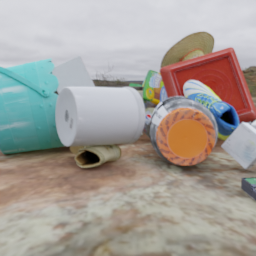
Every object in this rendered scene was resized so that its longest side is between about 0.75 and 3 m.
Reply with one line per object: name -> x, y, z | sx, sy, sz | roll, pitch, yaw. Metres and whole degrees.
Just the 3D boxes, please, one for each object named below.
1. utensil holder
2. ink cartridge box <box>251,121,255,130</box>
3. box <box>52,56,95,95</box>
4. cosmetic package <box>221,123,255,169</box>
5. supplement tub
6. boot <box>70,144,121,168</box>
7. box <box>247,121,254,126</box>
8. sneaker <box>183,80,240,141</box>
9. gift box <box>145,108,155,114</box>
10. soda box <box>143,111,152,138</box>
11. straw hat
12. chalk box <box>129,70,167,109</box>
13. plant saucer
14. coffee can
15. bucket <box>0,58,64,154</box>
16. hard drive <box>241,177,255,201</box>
utensil holder -> -0.747, -0.298, 7.147 | 1.821, 1.547, 1.547 | -2, 8, -33
ink cartridge box -> 5.126, 0.258, 9.120 | 1.967, 0.827, 1.436 | 6, 10, 33
box -> -2.232, -1.486, 12.512 | 1.503, 2.826, 2.152 | -27, 10, -8
cosmetic package -> 2.838, 0.424, 6.702 | 0.489, 0.796, 0.793 | 7, 35, -51
supplement tub -> 1.457, 0.019, 7.762 | 1.711, 1.711, 2.793 | 1, 8, 6
boot -> -1.112, 0.660, 7.376 | 1.556, 0.566, 1.209 | 10, 9, 23
box -> 5.461, -0.454, 13.733 | 1.406, 0.867, 1.395 | 0, 7, 0
sneaker -> 2.839, -0.778, 9.264 | 0.962, 2.540, 1.334 | -36, -15, -8
gift box -> 1.103, -0.311, 12.149 | 0.999, 1.011, 1.083 | -1, -7, -16
soda box -> 0.742, -0.107, 10.035 | 0.396, 0.427, 1.250 | -38, -24, -9
straw hat -> 2.620, -2.532, 11.310 | 2.500, 2.500, 1.058 | -5, 54, -29
chalk box -> 1.319, -1.481, 13.357 | 2.731, 1.705, 1.693 | 17, -26, -4
plant saucer -> 2.959, -1.326, 10.284 | 2.954, 2.960, 0.543 | -16, -8, 3
coffee can -> -0.114, -0.704, 11.521 | 1.455, 1.988, 1.455 | 0, 8, 0
bucket -> -3.022, -0.611, 8.482 | 1.898, 2.917, 2.917 | -11, 12, -17
hard drive -> 2.957, 1.162, 5.065 | 1.448, 0.274, 1.012 | 0, 9, -4
